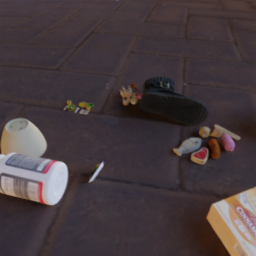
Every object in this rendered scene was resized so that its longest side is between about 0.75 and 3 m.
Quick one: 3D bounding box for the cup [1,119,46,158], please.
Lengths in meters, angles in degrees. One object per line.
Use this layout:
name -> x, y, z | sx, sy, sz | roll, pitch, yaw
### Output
cup -> -4.001, 0.360, 10.474 | 1.655, 1.184, 1.655 | 0, 38, 0

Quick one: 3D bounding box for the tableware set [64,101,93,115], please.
tableware set -> -2.288, -1.024, 13.007 | 1.265, 0.194, 0.852 | 12, 40, 16

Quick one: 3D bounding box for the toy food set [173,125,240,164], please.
toy food set -> 3.178, 0.565, 10.798 | 2.580, 0.406, 1.640 | -31, 48, -31

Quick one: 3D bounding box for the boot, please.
boot -> 2.052, -1.342, 12.645 | 3.072, 1.156, 2.296 | 18, 28, 3

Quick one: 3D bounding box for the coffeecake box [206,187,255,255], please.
coffeecake box -> 3.661, 2.646, 7.715 | 2.260, 0.826, 1.735 | -15, 47, -17

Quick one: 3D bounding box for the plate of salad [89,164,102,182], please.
plate of salad -> -1.108, 1.469, 9.390 | 0.200, 0.831, 0.831 | 35, 44, 0

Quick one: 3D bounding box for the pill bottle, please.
pill bottle -> -3.280, 1.531, 8.872 | 2.412, 1.335, 1.335 | 10, 40, 12

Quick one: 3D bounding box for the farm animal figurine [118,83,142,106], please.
farm animal figurine -> 0.169, -1.491, 13.325 | 1.032, 0.643, 1.278 | -22, 44, 2
